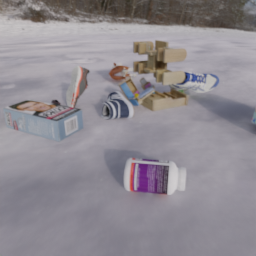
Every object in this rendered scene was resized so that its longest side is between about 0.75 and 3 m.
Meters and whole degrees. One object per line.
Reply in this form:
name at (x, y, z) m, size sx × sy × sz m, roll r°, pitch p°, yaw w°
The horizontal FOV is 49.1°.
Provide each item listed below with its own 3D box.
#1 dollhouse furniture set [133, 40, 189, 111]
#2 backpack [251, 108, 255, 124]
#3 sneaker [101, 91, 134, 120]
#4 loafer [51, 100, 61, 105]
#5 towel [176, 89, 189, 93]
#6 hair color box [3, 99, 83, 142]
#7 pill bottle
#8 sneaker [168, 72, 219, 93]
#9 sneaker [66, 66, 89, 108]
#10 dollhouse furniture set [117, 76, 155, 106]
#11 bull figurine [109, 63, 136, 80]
dollhouse furniture set at (1.625, -2.370, 12.373) m, size 1.883 × 2.834 × 2.484 m, roll -12°, pitch 26°, yaw -26°
backpack at (5.617, -0.535, 9.477) m, size 2.275 × 1.929 × 2.562 m, roll -7°, pitch 19°, yaw -17°
sneaker at (-0.720, -0.977, 11.750) m, size 1.196 × 0.773 × 2.205 m, roll -9°, pitch 27°, yaw -24°
loafer at (-3.170, -1.106, 12.477) m, size 0.344 × 0.302 × 0.958 m, roll 11°, pitch 17°, yaw -33°
towel at (2.976, -2.078, 14.112) m, size 1.443 × 0.169 × 1.100 m, roll -32°, pitch 11°, yaw 23°
hair color box at (-3.091, -0.343, 10.204) m, size 2.647 × 0.803 × 1.310 m, roll 12°, pitch 26°, yaw 27°
pill bottle at (0.636, 1.163, 6.679) m, size 1.413 × 0.795 × 0.795 m, roll 4°, pitch 23°, yaw 9°
sneaker at (2.938, -2.108, 12.736) m, size 2.363 × 0.890 × 1.042 m, roll -1°, pitch -5°, yaw 11°
sneaker at (-2.085, -1.674, 12.091) m, size 0.800 × 1.954 × 0.753 m, roll -2°, pitch 32°, yaw -41°
dollhouse furniture set at (0.510, -1.811, 12.285) m, size 1.516 × 1.048 × 1.606 m, roll -37°, pitch 16°, yaw -13°
bull figurine at (-0.382, -3.514, 17.555) m, size 1.650 × 0.885 × 2.719 m, roll 3°, pitch 23°, yaw 8°
